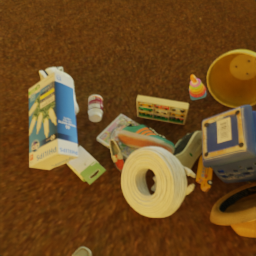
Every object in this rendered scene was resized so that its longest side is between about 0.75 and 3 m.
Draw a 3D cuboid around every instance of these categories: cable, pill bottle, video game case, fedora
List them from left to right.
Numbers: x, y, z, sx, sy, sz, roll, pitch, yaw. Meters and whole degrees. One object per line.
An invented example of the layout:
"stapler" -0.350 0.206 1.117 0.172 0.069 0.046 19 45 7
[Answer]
"pill bottle" -1.301 -0.766 11.104 0.567 0.567 0.993 -2 55 -2
"video game case" 0.112 0.449 10.392 2.109 0.190 1.510 31 57 22
"cable" 0.700 1.606 8.262 0.725 2.094 2.094 3 33 -48
"fedora" 3.600 2.364 7.910 2.482 2.482 1.012 -27 89 -20

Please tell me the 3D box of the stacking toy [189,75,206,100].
"stacking toy" 2.721 -1.739 11.300 0.664 1.210 0.702 -13 55 18

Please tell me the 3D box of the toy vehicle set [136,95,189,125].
"toy vehicle set" 1.269 -0.657 10.604 1.889 1.174 0.250 10 63 11

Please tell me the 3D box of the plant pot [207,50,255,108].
"plant pot" 4.555 -2.201 11.356 2.318 2.318 1.645 23 41 18

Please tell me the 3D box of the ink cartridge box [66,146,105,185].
"ink cartridge box" -1.448 1.324 9.519 0.727 0.415 1.400 -39 60 -22

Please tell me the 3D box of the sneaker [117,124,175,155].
"sneaker" 0.702 0.313 9.729 2.166 0.773 0.866 17 48 29

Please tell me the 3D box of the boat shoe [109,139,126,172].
"boat shoe" -0.384 0.956 9.719 0.426 0.374 1.196 -21 66 7

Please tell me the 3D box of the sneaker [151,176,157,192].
"sneaker" 1.037 1.519 8.796 0.485 0.420 1.120 9 59 36

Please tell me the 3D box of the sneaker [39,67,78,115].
"sneaker" -2.642 -1.607 11.495 1.113 1.057 2.766 -23 59 -27

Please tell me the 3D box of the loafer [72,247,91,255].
"loafer" -1.599 4.023 7.179 0.719 0.718 2.058 20 54 15

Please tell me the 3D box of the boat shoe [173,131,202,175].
"boat shoe" 1.773 1.037 9.680 2.385 0.856 0.806 -45 22 -21

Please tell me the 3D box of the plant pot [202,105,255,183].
"plant pot" 3.394 0.476 8.718 1.745 1.941 1.941 27 57 -33

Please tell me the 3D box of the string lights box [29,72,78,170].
"string lights box" -2.593 -0.220 9.573 1.526 0.876 2.970 -25 62 32

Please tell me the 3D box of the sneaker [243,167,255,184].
"sneaker" 4.574 1.851 9.011 0.787 1.118 2.104 -13 71 -57

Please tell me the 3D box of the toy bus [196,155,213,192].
"toy bus" 2.570 1.504 9.362 0.462 0.384 1.181 19 54 3
